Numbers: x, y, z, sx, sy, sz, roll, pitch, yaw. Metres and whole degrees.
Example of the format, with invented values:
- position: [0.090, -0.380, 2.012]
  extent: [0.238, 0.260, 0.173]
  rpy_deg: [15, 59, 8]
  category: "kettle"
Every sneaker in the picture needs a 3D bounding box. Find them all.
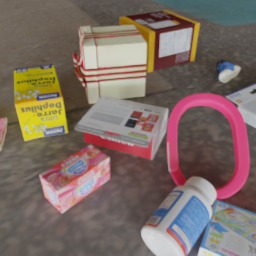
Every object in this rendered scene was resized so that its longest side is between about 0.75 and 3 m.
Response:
- position: [4.214, -2.549, 12.471]
  extent: [0.921, 0.636, 1.656]
  rpy_deg: [35, 44, 30]
  category: "sneaker"

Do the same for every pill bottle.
- position: [1.183, 1.906, 6.068]
  extent: [1.007, 1.007, 1.794]
  rpy_deg: [26, 49, 31]
  category: "pill bottle"

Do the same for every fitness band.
- position: [2.058, 0.458, 7.396]
  extent: [2.061, 0.537, 2.869]
  rpy_deg: [1, 70, 4]
  category: "fitness band"

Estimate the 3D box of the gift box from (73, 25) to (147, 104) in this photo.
- position: [-0.847, -2.819, 11.118]
  extent: [2.655, 2.843, 2.623]
  rpy_deg: [-8, 32, -9]
  category: "gift box"

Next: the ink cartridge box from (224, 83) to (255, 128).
- position: [5.449, -0.690, 10.016]
  extent: [2.904, 0.591, 2.910]
  rpy_deg: [-21, 41, -26]
  category: "ink cartridge box"

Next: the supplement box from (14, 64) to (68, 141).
- position: [-3.056, -0.981, 9.697]
  extent: [1.427, 1.436, 2.623]
  rpy_deg: [-12, 39, -15]
  category: "supplement box"

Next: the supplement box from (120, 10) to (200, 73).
- position: [1.462, -4.424, 13.955]
  extent: [2.842, 1.887, 2.803]
  rpy_deg: [-18, 40, -23]
  category: "supplement box"

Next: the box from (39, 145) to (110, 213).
- position: [-1.306, 1.267, 7.193]
  extent: [0.777, 0.842, 1.642]
  rpy_deg: [30, 45, 34]
  category: "box"

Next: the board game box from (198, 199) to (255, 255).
- position: [2.707, 2.487, 5.936]
  extent: [2.097, 0.359, 1.410]
  rpy_deg: [17, 39, 21]
  category: "board game box"

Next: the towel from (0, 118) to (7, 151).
- position: [-5.226, 0.369, 8.781]
  extent: [2.560, 0.383, 1.873]
  rpy_deg: [-8, 37, -10]
  category: "towel"

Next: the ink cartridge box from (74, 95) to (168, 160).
- position: [-0.175, 0.063, 8.678]
  extent: [2.327, 0.976, 2.043]
  rpy_deg: [13, 39, 17]
  category: "ink cartridge box"
